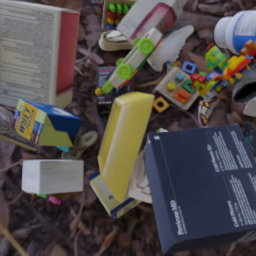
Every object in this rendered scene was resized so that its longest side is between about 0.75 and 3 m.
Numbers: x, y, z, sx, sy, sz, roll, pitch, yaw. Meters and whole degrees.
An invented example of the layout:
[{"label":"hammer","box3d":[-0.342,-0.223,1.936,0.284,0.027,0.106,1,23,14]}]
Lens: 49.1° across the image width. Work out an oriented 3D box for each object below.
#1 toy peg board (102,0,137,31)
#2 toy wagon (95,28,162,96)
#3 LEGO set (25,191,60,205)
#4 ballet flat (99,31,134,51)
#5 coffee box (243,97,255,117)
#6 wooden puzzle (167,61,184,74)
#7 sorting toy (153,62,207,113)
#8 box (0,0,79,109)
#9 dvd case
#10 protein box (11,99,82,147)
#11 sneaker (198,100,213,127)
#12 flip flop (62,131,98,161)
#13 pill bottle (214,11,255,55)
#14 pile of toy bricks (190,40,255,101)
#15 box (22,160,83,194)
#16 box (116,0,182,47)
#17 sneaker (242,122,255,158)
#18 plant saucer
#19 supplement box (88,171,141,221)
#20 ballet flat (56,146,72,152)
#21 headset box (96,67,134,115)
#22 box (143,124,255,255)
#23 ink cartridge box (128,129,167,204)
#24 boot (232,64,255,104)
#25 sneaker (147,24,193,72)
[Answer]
[{"label":"toy peg board","box3d":[-0.280,-4.071,10.379,1.213,1.208,0.593,-3,46,-16]},{"label":"toy wagon","box3d":[-0.022,-1.866,8.350,0.503,1.974,2.544,39,102,-13]},{"label":"LEGO set","box3d":[-2.801,2.044,9.233,1.269,0.521,0.484,17,63,8]},{"label":"ballet flat","box3d":[0.188,-3.883,12.078,2.916,1.013,1.013,-8,63,-5]},{"label":"coffee box","box3d":[5.036,-1.438,10.767,0.724,1.026,1.815,15,63,8]},{"label":"wooden puzzle","box3d":[2.007,-2.512,11.858,0.708,0.084,1.194,1,62,1]},{"label":"sorting toy","box3d":[2.084,-1.640,11.187,1.558,0.377,2.768,36,70,14]},{"label":"box","box3d":[-2.612,-2.048,8.149,1.826,2.855,1.556,12,22,5]},{"label":"dvd case","box3d":[-3.294,-0.093,7.660,0.135,1.685,1.253,-39,55,11]},{"label":"protein box","box3d":[-1.855,-0.100,6.395,1.050,1.042,0.708,24,99,35]},{"label":"sneaker","box3d":[2.461,-0.479,8.826,0.411,0.342,0.912,-14,64,40]},{"label":"flip flop","box3d":[-1.733,0.626,10.011,1.563,0.450,0.634,-38,69,-18]},{"label":"pill bottle","box3d":[4.136,-3.049,9.091,1.413,1.413,2.519,-38,34,-18]},{"label":"pile of toy bricks","box3d":[2.477,-1.708,7.495,1.280,2.307,1.139,-39,87,-11]},{"label":"box","box3d":[-2.020,1.269,7.474,1.242,1.235,0.812,5,83,-39]},{"label":"box","box3d":[0.797,-3.827,9.931,1.144,1.342,2.099,42,101,11]},{"label":"sneaker","box3d":[3.317,0.332,7.777,0.406,0.386,1.024,-8,79,0]},{"label":"plant saucer","box3d":[-0.235,0.249,7.289,0.619,2.553,2.553,15,97,-10]},{"label":"supplement box","box3d":[-0.297,1.939,9.041,1.411,0.947,1.409,-31,67,-15]},{"label":"ballet flat","box3d":[-2.667,0.146,10.128,2.056,0.751,0.751,27,65,21]},{"label":"headset box","box3d":[-0.503,-1.563,10.984,1.473,0.743,1.982,-1,62,-1]},{"label":"box","box3d":[1.469,1.152,5.559,1.955,1.118,2.147,-5,56,-8]},{"label":"ink cartridge box","box3d":[0.733,1.090,7.668,0.757,1.801,1.310,20,52,-9]},{"label":"boot","box3d":[3.341,-1.431,7.302,0.625,1.565,1.721,43,28,2]},{"label":"sneaker","box3d":[1.462,-2.843,9.806,2.237,0.974,0.833,-40,25,-14]}]
